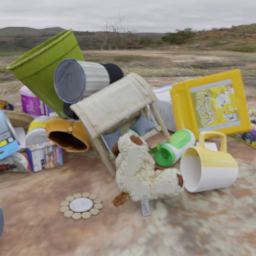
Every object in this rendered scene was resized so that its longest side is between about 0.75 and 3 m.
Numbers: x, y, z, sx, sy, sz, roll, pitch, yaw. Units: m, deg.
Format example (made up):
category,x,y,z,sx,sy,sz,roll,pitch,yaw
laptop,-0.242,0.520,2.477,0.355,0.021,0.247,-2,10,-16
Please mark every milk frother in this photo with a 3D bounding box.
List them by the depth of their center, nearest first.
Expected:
category,x,y,z,sx,sy,sz,roll,pitch,yaw
milk frother,-0.835,-1.120,9.115,2.280,2.058,2.145,11,14,31

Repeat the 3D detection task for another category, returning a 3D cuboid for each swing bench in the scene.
category,x,y,z,sx,sy,sz,roll,pitch,yaw
swing bench,-0.179,-0.145,8.306,2.160,2.172,1.409,-32,32,-14

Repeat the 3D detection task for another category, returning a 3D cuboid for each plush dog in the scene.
category,x,y,z,sx,sy,sz,roll,pitch,yaw
plush dog,0.244,1.129,7.163,1.984,1.592,1.704,41,9,-6

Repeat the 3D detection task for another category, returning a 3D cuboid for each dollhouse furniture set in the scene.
category,x,y,z,sx,sy,sz,roll,pitch,yaw
dollhouse furniture set,0.413,0.401,7.921,0.383,0.991,0.495,-33,32,41

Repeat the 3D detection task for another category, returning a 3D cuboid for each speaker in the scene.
category,x,y,z,sx,sy,sz,roll,pitch,yaw
speaker,1.566,0.622,9.233,0.803,0.803,1.816,13,24,32

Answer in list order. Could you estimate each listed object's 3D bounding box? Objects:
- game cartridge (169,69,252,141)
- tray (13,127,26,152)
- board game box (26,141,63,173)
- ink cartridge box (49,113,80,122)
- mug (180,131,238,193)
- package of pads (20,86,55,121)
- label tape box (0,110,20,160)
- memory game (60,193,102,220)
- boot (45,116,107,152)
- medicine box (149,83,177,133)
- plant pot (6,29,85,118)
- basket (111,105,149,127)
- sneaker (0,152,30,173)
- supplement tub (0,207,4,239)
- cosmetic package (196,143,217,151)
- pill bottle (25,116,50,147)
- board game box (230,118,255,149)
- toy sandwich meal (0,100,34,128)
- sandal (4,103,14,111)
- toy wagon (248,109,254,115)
category,x,y,z,sx,sy,sz,roll,pitch,yaw
game cartridge,2.884,-0.727,10.046,2.527,2.227,0.410,-12,-1,12
tray,-4.387,0.485,10.359,1.188,0.245,2.212,-10,23,-23
board game box,-2.566,0.855,8.632,0.938,0.748,0.454,-14,24,-34
ink cartridge box,-2.178,-0.105,11.147,1.369,0.803,1.869,-15,26,-29
mug,2.245,1.000,7.421,1.234,1.503,1.204,4,37,-15
package of pads,-3.554,-1.047,12.592,2.571,1.549,0.973,9,22,20
label tape box,-3.876,0.461,8.055,1.275,0.559,1.768,-29,56,-15
memory game,-1.135,1.895,6.824,1.048,0.067,1.048,0,21,0
boot,-1.400,0.354,9.113,2.632,0.926,1.884,16,14,-23
medicine box,2.120,-0.976,12.235,2.279,1.288,2.502,-20,25,-28
plant pot,-2.547,-1.830,10.410,2.669,2.570,2.669,-24,26,13
basket,-0.214,-0.798,11.548,1.437,1.786,1.770,-22,28,-39
sneaker,-3.654,1.125,8.282,1.681,0.654,0.691,2,32,17
supplement tub,-3.512,1.901,5.383,1.990,1.064,1.064,-2,20,-4
cosmetic package,2.528,0.941,8.906,0.655,0.402,1.587,4,21,8
pill bottle,-3.061,0.197,10.043,1.003,1.003,1.802,-4,21,-9
board game box,4.994,0.176,10.763,1.581,0.542,1.912,-6,21,-19
toy sandwich meal,-5.013,-0.598,10.816,2.675,0.916,2.675,-4,-11,-1
sandal,-6.176,-0.901,13.707,0.884,0.498,2.326,-4,21,-11
toy wagon,5.801,-0.861,14.027,0.830,0.212,1.070,5,20,12
